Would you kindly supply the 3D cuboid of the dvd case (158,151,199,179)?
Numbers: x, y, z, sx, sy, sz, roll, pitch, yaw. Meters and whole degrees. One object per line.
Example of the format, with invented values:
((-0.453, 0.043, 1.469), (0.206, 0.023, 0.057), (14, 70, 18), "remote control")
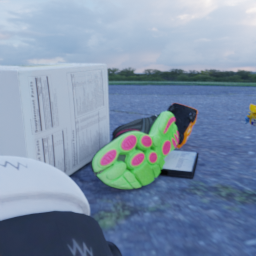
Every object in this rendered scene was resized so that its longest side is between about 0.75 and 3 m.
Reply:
((0.586, 0.754, 6.505), (1.967, 0.173, 1.404), (4, 12, 17), "dvd case")

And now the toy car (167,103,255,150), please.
((2.245, 0.153, 7.702), (2.964, 1.454, 0.986), (5, -31, 20), "toy car")

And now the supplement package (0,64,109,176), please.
((-2.035, -0.257, 6.101), (2.215, 2.199, 2.919), (5, 16, 22), "supplement package")

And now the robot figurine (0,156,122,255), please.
((-0.539, 1.076, 1.252), (1.237, 1.489, 1.982), (-27, 57, -7), "robot figurine")

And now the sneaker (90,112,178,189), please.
((0.126, 0.458, 5.859), (1.205, 1.103, 2.875), (-12, 8, 33), "sneaker")
